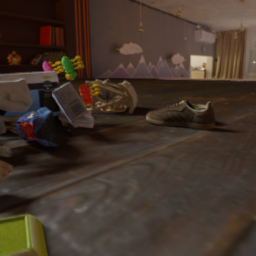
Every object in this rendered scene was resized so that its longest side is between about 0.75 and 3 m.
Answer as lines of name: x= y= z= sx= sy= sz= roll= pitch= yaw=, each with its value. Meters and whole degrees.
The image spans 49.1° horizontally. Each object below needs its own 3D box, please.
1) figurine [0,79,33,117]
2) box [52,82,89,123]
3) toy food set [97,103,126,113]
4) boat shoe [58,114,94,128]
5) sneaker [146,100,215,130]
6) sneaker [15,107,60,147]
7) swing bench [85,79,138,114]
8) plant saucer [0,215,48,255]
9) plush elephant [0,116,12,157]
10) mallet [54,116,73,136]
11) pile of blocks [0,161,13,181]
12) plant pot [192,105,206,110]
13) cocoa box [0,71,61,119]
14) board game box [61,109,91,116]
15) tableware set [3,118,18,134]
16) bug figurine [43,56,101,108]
figurine: x=-3.718 y=-0.679 z=6.820 sx=2.032 sy=0.875 sz=1.983 roll=-6 pitch=3 yaw=39
box: x=-1.882 y=-0.777 z=9.038 sx=0.637 sy=1.117 sz=1.215 roll=-33 pitch=8 yaw=-12
toy food set: x=-0.796 y=-1.025 z=13.693 sx=1.248 sy=0.377 sz=0.896 roll=-4 pitch=13 yaw=-19
boat shoe: x=-1.855 y=-0.202 z=9.989 sx=1.276 sy=0.426 sz=0.469 roll=7 pitch=29 yaw=9
sneaker: x=1.910 y=-0.578 z=10.346 sx=2.602 sy=0.983 sz=0.917 roll=7 pitch=15 yaw=27
sneaker: x=-2.641 y=0.056 z=8.042 sx=1.085 sy=1.042 sz=2.766 roll=-17 pitch=11 yaw=-18
swing bench: x=-0.719 y=-1.612 z=13.837 sx=2.285 sy=1.482 sz=2.273 roll=2 pitch=13 yaw=5
plant saucer: x=-1.553 y=1.390 z=3.276 sx=1.132 sy=0.271 sz=1.130 roll=-6 pitch=14 yaw=-21
plush elephant: x=-3.496 y=0.053 z=6.689 sx=1.498 sy=1.160 sz=1.234 roll=7 pitch=-17 yaw=-16
mallet: x=-2.273 y=-0.076 z=9.705 sx=0.623 sy=0.389 sz=1.890 roll=-3 pitch=17 yaw=-14
pile of blocks: x=-2.951 y=1.018 z=4.554 sx=2.007 sy=0.824 sz=0.624 roll=-10 pitch=55 yaw=-4
plant pot: x=2.593 y=-0.531 z=10.926 sx=0.950 sy=0.638 sz=0.950 roll=-1 pitch=13 yaw=0
cocoa box: x=-3.593 y=-1.087 z=10.041 sx=2.230 sy=1.464 sz=1.487 roll=-6 pitch=-2 yaw=-12
board game box: x=-2.513 y=-0.637 z=12.057 sx=1.467 sy=0.340 sz=1.111 roll=7 pitch=15 yaw=29
tableware set: x=-4.861 y=-0.055 z=9.142 sx=2.442 sy=0.489 sz=1.614 roll=1 pitch=-4 yaw=-20
bug figurine: x=-2.450 y=-1.703 z=10.994 sx=2.761 sy=2.141 sz=0.710 roll=3 pitch=32 yaw=40
